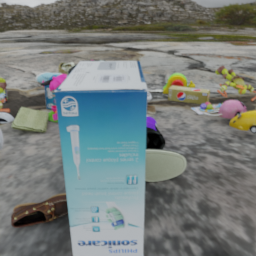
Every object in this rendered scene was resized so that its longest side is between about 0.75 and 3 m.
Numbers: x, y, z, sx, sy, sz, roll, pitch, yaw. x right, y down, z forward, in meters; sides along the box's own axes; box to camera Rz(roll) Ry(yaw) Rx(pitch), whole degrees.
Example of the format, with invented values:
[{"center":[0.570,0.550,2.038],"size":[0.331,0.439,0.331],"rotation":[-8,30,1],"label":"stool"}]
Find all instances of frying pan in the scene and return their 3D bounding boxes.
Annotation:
[{"center":[-1.801,-1.915,10.654],"size":[1.621,0.436,2.680],"rotation":[15,40,25],"label":"frying pan"}]

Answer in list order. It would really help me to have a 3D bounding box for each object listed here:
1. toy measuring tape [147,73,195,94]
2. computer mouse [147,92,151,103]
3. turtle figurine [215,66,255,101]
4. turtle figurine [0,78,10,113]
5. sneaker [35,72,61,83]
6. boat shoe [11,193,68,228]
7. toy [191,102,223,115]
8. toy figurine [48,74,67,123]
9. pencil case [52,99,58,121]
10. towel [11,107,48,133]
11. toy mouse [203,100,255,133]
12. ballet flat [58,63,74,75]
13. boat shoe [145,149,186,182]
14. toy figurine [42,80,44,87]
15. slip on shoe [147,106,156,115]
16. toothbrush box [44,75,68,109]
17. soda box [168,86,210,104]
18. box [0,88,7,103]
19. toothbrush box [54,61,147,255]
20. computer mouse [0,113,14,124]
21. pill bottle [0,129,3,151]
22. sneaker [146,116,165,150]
[{"center":[1.750,-2.058,12.885],"size":[2.640,0.971,0.971],"rotation":[4,24,9],"label":"toy measuring tape"},{"center":[0.056,-1.514,11.788],"size":[1.616,0.647,2.948],"rotation":[7,24,-20],"label":"computer mouse"},{"center":[4.436,-1.952,11.870],"size":[2.211,0.712,1.783],"rotation":[-1,43,-20],"label":"turtle figurine"},{"center":[-4.802,-0.834,9.601],"size":[2.464,0.794,1.987],"rotation":[-10,52,18],"label":"turtle figurine"},{"center":[-3.954,-2.579,14.498],"size":[1.567,0.579,0.642],"rotation":[-13,22,-27],"label":"sneaker"},{"center":[-1.510,1.555,5.146],"size":[1.215,0.428,0.427],"rotation":[-14,20,-11],"label":"boat shoe"},{"center":[3.133,-0.817,10.788],"size":[1.228,0.290,0.707],"rotation":[-6,23,-13],"label":"toy"},{"center":[-2.160,-1.151,9.995],"size":[1.658,1.526,1.245],"rotation":[-9,26,-22],"label":"toy figurine"},{"center":[-1.444,-0.717,9.755],"size":[2.240,0.990,0.990],"rotation":[-15,27,-32],"label":"pencil case"},{"center":[-3.170,-0.272,9.236],"size":[1.062,0.261,1.432],"rotation":[9,24,-13],"label":"towel"},{"center":[4.096,-0.589,9.179],"size":[2.939,0.569,2.612],"rotation":[11,26,36],"label":"toy mouse"},{"center":[-2.794,-2.963,14.924],"size":[2.900,1.025,1.025],"rotation":[22,32,40],"label":"ballet flat"},{"center":[0.164,0.758,6.468],"size":[2.297,0.825,0.777],"rotation":[-3,23,1],"label":"boat shoe"},{"center":[-3.906,-2.198,13.852],"size":[0.694,0.566,0.755],"rotation":[1,0,26],"label":"toy figurine"},{"center":[0.627,-0.759,10.640],"size":[0.964,0.292,0.366],"rotation":[21,31,39],"label":"slip on shoe"},{"center":[-2.033,-1.498,11.434],"size":[2.361,1.007,1.729],"rotation":[-2,23,-4],"label":"toothbrush box"},{"center":[2.546,-1.388,11.800],"size":[1.661,0.532,0.563],"rotation":[11,26,21],"label":"soda box"},{"center":[-5.681,-1.381,12.121],"size":[0.826,0.261,1.501],"rotation":[-9,25,-21],"label":"box"},{"center":[-0.326,0.418,4.776],"size":[1.186,2.781,2.036],"rotation":[1,22,-1],"label":"toothbrush box"},{"center":[-4.672,-0.384,9.763],"size":[1.383,0.303,0.758],"rotation":[1,22,2],"label":"computer mouse"},{"center":[-4.212,0.513,6.353],"size":[1.362,1.362,2.353],"rotation":[11,25,23],"label":"pill bottle"},{"center":[0.510,0.252,7.571],"size":[1.152,0.805,2.316],"rotation":[26,16,19],"label":"sneaker"}]
